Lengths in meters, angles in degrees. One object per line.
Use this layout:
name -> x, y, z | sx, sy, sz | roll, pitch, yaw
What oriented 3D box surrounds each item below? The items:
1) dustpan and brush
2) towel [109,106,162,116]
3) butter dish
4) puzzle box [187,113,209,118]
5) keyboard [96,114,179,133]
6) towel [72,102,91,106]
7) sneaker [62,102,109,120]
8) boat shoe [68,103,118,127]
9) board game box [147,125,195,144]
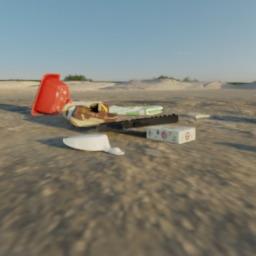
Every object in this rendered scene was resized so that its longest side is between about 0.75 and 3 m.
dustpan and brush -> -0.555, 0.327, 5.331 | 1.202, 0.344, 0.839 | -2, 4, 40
towel -> 0.036, -0.794, 12.514 | 2.553, 0.299, 1.947 | 4, 10, 25
butter dish -> -3.100, -1.299, 12.177 | 1.385, 1.869, 1.874 | 24, 12, 3
puzzle box -> 2.755, -0.488, 11.115 | 0.566, 0.108, 0.851 | -3, 9, -13
keyboard -> 0.234, -0.115, 6.918 | 2.001, 0.257, 1.201 | -8, -1, 10
towel -> -2.683, -1.154, 14.557 | 2.268, 0.391, 1.503 | 7, 11, 41
sneaker -> -1.192, -0.432, 9.270 | 0.864, 0.719, 1.917 | 25, 24, 36
boat shoe -> -0.901, -0.419, 8.182 | 0.649, 0.647, 1.798 | 32, 21, 37
board game box -> 0.983, 0.129, 6.493 | 0.903, 0.290, 0.667 | 7, 12, 44
